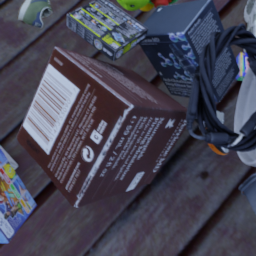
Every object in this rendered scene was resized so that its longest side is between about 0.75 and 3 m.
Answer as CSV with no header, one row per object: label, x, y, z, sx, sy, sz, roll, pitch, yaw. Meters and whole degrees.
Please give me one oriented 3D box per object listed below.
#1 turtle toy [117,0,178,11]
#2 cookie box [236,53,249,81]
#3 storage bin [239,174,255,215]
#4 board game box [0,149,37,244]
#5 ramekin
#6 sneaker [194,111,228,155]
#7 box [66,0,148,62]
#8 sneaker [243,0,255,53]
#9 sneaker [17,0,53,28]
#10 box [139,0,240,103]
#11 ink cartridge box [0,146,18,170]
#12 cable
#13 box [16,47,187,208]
turtle toy,0.815,-4.118,7.706,2.756,2.009,1.393,-28,50,-12
cookie box,4.473,-2.127,9.973,1.120,0.421,0.958,6,75,2
storage bin,3.044,1.541,5.852,1.190,0.866,0.799,11,45,-15
board game box,-2.452,1.285,5.346,0.256,1.008,1.489,-13,113,23
ramekin,3.720,-0.407,6.551,1.497,2.852,2.852,9,74,3
sneaker,2.901,-0.079,9.235,0.896,0.737,1.948,-22,76,-11
box,-0.456,-2.218,6.186,1.422,0.315,1.139,39,59,13
sneaker,5.131,-3.981,10.290,1.470,1.152,2.958,11,83,-4
sneaker,-2.446,-3.435,7.835,0.732,0.547,1.631,26,59,-19
box,1.609,-1.971,7.454,1.733,2.335,1.250,18,65,50
ink cartridge box,-4.682,1.333,8.738,1.395,0.809,1.890,43,80,12
cable,2.380,-0.853,5.883,2.181,0.679,2.673,11,87,-9
box,-0.465,-0.061,6.615,2.369,2.884,2.393,39,111,28
